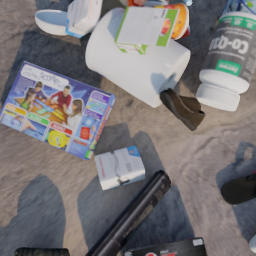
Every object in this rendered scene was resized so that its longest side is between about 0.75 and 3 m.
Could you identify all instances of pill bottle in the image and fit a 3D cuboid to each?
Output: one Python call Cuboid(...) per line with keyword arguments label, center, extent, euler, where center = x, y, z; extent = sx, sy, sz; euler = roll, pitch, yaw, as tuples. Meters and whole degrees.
Cuboid(label="pill bottle", center=(2.894, -1.828, 8.000), extent=(1.404, 1.404, 2.483), euler=(19, 91, 8))

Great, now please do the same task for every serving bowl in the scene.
Cuboid(label="serving bowl", center=(-2.360, -3.441, 9.303), extent=(1.410, 0.464, 1.410), euler=(11, 38, -8))

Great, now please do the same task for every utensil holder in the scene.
Cuboid(label="utensil holder", center=(0.313, -2.002, 8.132), extent=(2.363, 2.008, 2.008), euler=(34, 70, 13))

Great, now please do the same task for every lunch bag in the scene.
Cuboid(label="lunch bag", center=(3.840, -3.744, 9.261), extent=(1.007, 1.343, 1.580), euler=(-30, 70, -13))

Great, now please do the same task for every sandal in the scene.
Cuboid(label="sandal", center=(3.554, 1.439, 7.382), extent=(2.203, 0.497, 0.828), euler=(-19, 67, -8))

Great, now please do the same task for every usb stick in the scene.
Cuboid(label="usb stick", center=(0.056, 2.238, 6.882), extent=(0.465, 0.790, 2.849), euler=(29, 67, 38))

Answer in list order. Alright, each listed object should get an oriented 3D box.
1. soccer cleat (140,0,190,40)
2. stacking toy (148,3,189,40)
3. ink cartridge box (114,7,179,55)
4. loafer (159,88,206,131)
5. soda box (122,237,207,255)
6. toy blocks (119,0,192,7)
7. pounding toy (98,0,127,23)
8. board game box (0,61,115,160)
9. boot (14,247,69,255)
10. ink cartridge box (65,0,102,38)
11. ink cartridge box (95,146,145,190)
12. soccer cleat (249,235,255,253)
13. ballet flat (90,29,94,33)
Cuboid(label="soccer cleat", center=(0.967, -4.118, 9.636), extent=(2.989, 1.026, 1.273), euler=(33, 74, 19))
Cuboid(label="stacking toy", center=(0.886, -2.995, 7.646), extent=(1.328, 0.970, 0.970), euler=(2, 64, -23))
Cuboid(label="ink cartridge box", center=(0.489, -2.300, 6.726), extent=(1.379, 0.522, 1.019), euler=(15, 80, 25))
Cuboid(label="loafer", center=(1.429, -0.575, 7.145), extent=(0.688, 1.929, 0.704), euler=(-45, 55, 10))
Cuboid(label="soda box", center=(0.838, 3.031, 6.566), extent=(1.903, 0.673, 0.603), euler=(-8, 68, -4))
Cuboid(label="toy blocks", center=(0.766, -3.832, 7.454), extent=(2.273, 0.990, 2.727), euler=(-25, 49, 20))
Cuboid(label="pounding toy", center=(-0.507, -3.809, 9.391), extent=(1.510, 1.073, 1.390), euler=(-37, 95, 0))
Cuboid(label="board game box", center=(-2.024, -0.524, 7.868), extent=(2.843, 0.490, 1.924), euler=(22, 86, 12))
Cuboid(label="boot", center=(-2.583, 3.654, 6.085), extent=(2.593, 0.976, 1.939), euler=(-1, 72, -12))
Cuboid(label="ink cartridge box", center=(-1.207, -3.201, 7.856), extent=(0.521, 1.537, 0.891), euler=(10, 85, -33))
Cuboid(label="ink cartridge box", center=(-0.224, 1.054, 7.454), extent=(1.166, 0.488, 0.846), euler=(-14, 50, -7))
Cuboid(label="soccer cleat", center=(3.473, 2.504, 6.893), extent=(0.463, 0.518, 1.336), euler=(38, 71, 16))
Cuboid(label="ballet flat", center=(-1.467, -4.053, 9.863), extent=(0.595, 0.503, 1.573), euler=(-20, 68, -8))
